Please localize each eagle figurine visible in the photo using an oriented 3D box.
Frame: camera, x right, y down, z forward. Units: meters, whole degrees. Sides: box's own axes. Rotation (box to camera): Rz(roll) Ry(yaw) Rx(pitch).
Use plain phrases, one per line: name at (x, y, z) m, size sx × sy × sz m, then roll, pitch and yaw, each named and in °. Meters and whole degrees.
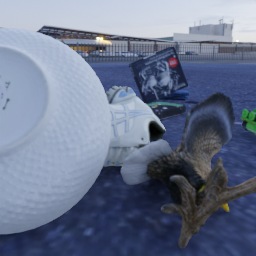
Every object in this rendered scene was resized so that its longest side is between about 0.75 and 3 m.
eagle figurine at (0.814, 0.469, 3.602) m, size 1.515 × 1.507 × 1.997 m, roll -8°, pitch 25°, yaw 10°

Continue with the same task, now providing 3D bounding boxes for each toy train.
toy train at (3.209, 0.018, 6.380) m, size 0.402 × 0.544 × 1.928 m, roll 2°, pitch 16°, yaw -13°

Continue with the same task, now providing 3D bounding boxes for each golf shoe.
golf shoe at (-0.229, 0.183, 4.713) m, size 1.415 × 1.139 × 2.910 m, roll 36°, pitch 37°, yaw 10°

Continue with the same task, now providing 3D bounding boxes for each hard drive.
hard drive at (0.955, -0.563, 8.962) m, size 1.097 × 0.297 × 1.570 m, roll 15°, pitch 22°, yaw 42°

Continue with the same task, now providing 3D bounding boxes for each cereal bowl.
cereal bowl at (-1.380, -0.123, 3.127) m, size 2.477 × 2.477 × 1.032 m, roll -3°, pitch -19°, yaw -9°

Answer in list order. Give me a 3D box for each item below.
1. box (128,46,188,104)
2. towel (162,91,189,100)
box at (1.131, -1.999, 10.639) m, size 1.735 × 1.580 × 0.903 m, roll -24°, pitch 15°, yaw -1°
towel at (1.923, -1.427, 12.046) m, size 1.341 × 0.325 × 0.749 m, roll 4°, pitch 15°, yaw 17°
